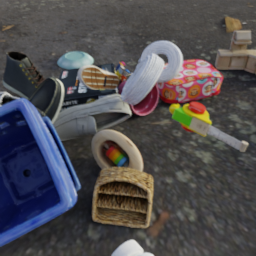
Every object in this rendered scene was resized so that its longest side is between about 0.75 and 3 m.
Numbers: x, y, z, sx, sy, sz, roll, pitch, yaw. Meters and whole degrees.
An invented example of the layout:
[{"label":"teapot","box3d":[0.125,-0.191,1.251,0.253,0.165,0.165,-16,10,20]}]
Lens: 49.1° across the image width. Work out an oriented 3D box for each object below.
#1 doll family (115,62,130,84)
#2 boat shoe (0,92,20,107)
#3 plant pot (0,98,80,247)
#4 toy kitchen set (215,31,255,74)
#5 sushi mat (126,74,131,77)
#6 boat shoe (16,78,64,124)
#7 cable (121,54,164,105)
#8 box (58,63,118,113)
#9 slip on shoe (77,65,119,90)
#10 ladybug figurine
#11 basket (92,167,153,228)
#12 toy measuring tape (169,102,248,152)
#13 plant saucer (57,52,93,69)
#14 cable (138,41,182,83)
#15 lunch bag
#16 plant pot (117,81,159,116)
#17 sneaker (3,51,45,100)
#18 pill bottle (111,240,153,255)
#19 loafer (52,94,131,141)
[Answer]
[{"label":"doll family","box3d":[-0.507,-2.645,13.446,0.624,0.859,1.384,20,28,-29]},{"label":"boat shoe","box3d":[-4.927,-1.000,11.227,2.724,0.890,1.002,12,39,15]},{"label":"plant pot","box3d":[-2.686,1.085,6.680,2.553,2.553,2.296,-27,-3,-1]},{"label":"toy kitchen set","box3d":[5.732,-3.430,13.544,2.288,1.867,2.064,0,38,0]},{"label":"sushi mat","box3d":[0.415,-1.998,10.010,0.964,0.058,0.461,-22,13,-21]},{"label":"boat shoe","box3d":[-2.985,-0.312,8.561,1.055,0.994,2.939,30,83,19]},{"label":"cable","box3d":[0.415,-1.458,8.605,0.598,1.727,1.728,34,66,-11]},{"label":"box","box3d":[-1.630,-1.628,11.209,2.381,0.689,2.995,-8,33,1]},{"label":"slip on shoe","box3d":[-0.885,-1.383,7.723,0.489,0.613,1.613,19,14,30]},{"label":"ladybug figurine","box3d":[-0.274,0.854,8.610,1.919,1.302,0.690,47,20,11]},{"label":"basket","box3d":[-0.130,1.815,7.449,1.563,1.116,1.165,6,37,9]},{"label":"toy measuring tape","box3d":[2.582,-0.127,9.071,2.706,0.995,0.995,28,46,20]},{"label":"plant saucer","box3d":[-2.875,-3.757,15.196,1.950,0.375,1.950,0,39,0]},{"label":"cable","box3d":[1.292,-2.601,10.982,1.622,1.622,0.561,41,15,8]},{"label":"lunch bag","box3d":[2.478,-2.260,12.609,2.846,1.166,2.507,-12,39,-14]},{"label":"plant pot","box3d":[0.287,-1.341,11.369,1.463,1.463,1.309,-26,30,-29]},{"label":"sneaker","box3d":[-3.857,-1.954,11.576,2.925,1.554,1.094,23,39,2]},{"label":"pill bottle","box3d":[0.424,3.252,5.718,0.988,0.988,1.803,-27,45,-30]},{"label":"loafer","box3d":[-1.329,-0.216,9.265,2.968,1.038,1.036,-25,47,-9]}]
